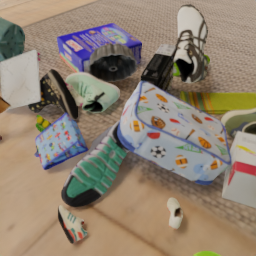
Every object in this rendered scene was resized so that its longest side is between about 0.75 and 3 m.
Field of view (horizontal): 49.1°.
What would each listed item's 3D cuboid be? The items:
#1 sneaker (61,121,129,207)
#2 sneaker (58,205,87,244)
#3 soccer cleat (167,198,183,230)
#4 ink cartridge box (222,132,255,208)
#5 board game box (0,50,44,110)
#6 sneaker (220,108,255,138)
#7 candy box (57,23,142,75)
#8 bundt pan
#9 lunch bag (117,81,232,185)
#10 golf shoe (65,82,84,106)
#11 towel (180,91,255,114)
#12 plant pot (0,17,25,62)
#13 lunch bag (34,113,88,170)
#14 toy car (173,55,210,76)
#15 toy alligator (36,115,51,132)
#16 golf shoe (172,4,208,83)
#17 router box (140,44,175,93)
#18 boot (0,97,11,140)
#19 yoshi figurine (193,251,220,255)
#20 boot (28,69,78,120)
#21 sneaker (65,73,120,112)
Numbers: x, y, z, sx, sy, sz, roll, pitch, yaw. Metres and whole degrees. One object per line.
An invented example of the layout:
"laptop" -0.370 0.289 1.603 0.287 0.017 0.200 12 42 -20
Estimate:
"sneaker" -0.808 0.927 7.412 2.676 0.996 1.171 -49 18 -26
"sneaker" -1.250 2.110 6.294 0.446 0.336 0.954 -12 42 -31
"soccer cleat" 1.086 1.862 6.332 0.333 0.372 0.960 23 24 -3
"ink cartridge box" 3.038 1.013 6.909 1.061 1.066 1.467 15 43 13
"board game box" -3.520 -1.534 9.231 1.679 1.680 0.217 -10 -7 26
"sneaker" 4.103 -0.139 8.508 2.358 0.791 1.058 -12 45 -7
"candy box" -1.223 -3.292 11.827 2.788 1.074 2.357 -22 47 -24
"bundt pan" -0.581 -2.421 10.166 1.822 1.822 0.684 -5 71 -6
"lunch bag" 1.255 0.067 7.259 2.921 1.104 2.340 28 32 -10
"golf shoe" -1.988 -1.189 9.841 1.217 0.557 0.458 31 49 28
"towel" 3.248 -0.924 9.764 2.769 0.250 1.192 1 42 0
"plant pot" -5.743 -3.850 11.827 2.151 2.196 2.196 20 44 11
"lunch bag" -1.957 0.433 7.628 1.370 0.645 1.032 -30 59 2
"toy car" 2.509 -3.070 11.006 1.436 1.820 1.495 21 46 22
"toy alligator" -2.421 0.057 8.539 1.452 0.431 0.394 31 81 29
"golf shoe" 1.954 -2.655 8.993 0.972 2.499 1.181 -1 20 42
"router box" 1.005 -1.532 9.353 0.579 1.692 2.268 14 43 16
"boot" -3.833 -0.307 8.099 1.242 1.169 0.425 -38 15 11
"yoshi figurine" 2.149 2.714 4.873 2.645 1.486 1.481 -6 26 -3
"boot" -2.540 -0.853 9.215 1.337 1.776 0.650 -27 4 17
"sneaker" -1.492 -1.215 9.662 2.138 0.787 1.261 18 43 19
